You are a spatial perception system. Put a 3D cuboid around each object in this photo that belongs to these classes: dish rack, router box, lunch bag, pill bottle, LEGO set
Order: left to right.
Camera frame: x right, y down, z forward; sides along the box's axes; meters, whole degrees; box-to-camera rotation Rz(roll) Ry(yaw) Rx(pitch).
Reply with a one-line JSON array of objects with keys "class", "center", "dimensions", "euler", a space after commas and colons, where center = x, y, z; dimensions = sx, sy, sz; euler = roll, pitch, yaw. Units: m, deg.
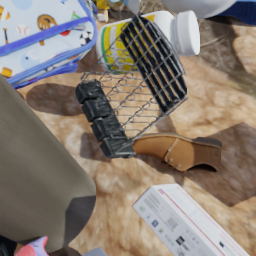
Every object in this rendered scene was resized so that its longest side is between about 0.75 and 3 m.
[{"class": "lunch bag", "center": [-2.011, -1.850, 5.014], "dimensions": [2.867, 1.083, 2.297], "euler": [-32, 96, -25]}, {"class": "lunch bag", "center": [-1.282, -3.309, 7.415], "dimensions": [1.151, 0.435, 0.922], "euler": [36, 22, -17]}, {"class": "LEGO set", "center": [-0.810, -3.244, 6.329], "dimensions": [0.747, 1.624, 0.604], "euler": [-24, 47, 27]}, {"class": "dish rack", "center": [0.013, -0.483, 3.746], "dimensions": [0.491, 1.800, 1.381], "euler": [-12, 68, -46]}, {"class": "pill bottle", "center": [0.415, -1.752, 5.776], "dimensions": [1.944, 1.096, 1.096], "euler": [-4, 57, 27]}, {"class": "router box", "center": [0.758, 1.179, 3.080], "dimensions": [1.266, 1.136, 0.309], "euler": [45, 99, 24]}]

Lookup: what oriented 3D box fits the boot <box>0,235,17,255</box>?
[{"class": "boot", "center": [-2.768, 2.459, 5.692], "dimensions": [0.580, 1.285, 1.569], "euler": [-2, 60, -1]}]

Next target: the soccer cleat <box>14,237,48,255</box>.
[{"class": "soccer cleat", "center": [-0.797, 2.078, 3.355], "dimensions": [1.603, 0.535, 0.613], "euler": [47, 46, 11]}]

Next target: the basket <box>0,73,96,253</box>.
[{"class": "basket", "center": [-1.741, 0.569, 3.953], "dimensions": [2.314, 2.567, 1.746], "euler": [-5, 48, 38]}]

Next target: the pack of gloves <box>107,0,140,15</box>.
[{"class": "pack of gloves", "center": [-0.111, -4.098, 6.599], "dimensions": [0.544, 2.316, 2.757], "euler": [17, 19, 12]}]

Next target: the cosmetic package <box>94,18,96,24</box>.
[{"class": "cosmetic package", "center": [-2.507, -4.218, 9.830], "dimensions": [2.039, 0.699, 2.704], "euler": [-21, 62, -9]}]

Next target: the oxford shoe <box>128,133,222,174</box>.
[{"class": "oxford shoe", "center": [1.114, 0.663, 6.987], "dimensions": [2.486, 0.887, 0.886], "euler": [6, 67, 2]}]

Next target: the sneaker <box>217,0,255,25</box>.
[{"class": "sneaker", "center": [3.875, -4.487, 9.788], "dimensions": [2.972, 1.042, 1.158], "euler": [16, 69, 10]}]

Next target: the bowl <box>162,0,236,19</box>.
[{"class": "bowl", "center": [1.492, -3.532, 5.921], "dimensions": [2.243, 2.243, 1.008], "euler": [23, 23, 13]}]

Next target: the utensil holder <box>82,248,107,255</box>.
[{"class": "utensil holder", "center": [-0.470, 3.647, 4.556], "dimensions": [2.120, 2.120, 2.495], "euler": [-37, 66, -19]}]
